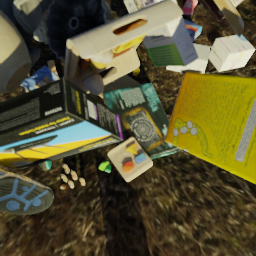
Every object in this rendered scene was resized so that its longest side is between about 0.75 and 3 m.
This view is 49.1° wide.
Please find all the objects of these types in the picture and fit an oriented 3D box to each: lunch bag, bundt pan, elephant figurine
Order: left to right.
[{"bbox_3d":[-2.904,-3.268,7.414,2.062,2.914,2.260,24,17,-20],"label":"elephant figurine"},{"bbox_3d":[-3.387,-4.287,10.712,1.202,1.725,1.447,-17,51,-14],"label":"lunch bag"},{"bbox_3d":[-1.213,-2.714,7.487,2.030,2.030,0.762,37,21,22],"label":"bundt pan"}]

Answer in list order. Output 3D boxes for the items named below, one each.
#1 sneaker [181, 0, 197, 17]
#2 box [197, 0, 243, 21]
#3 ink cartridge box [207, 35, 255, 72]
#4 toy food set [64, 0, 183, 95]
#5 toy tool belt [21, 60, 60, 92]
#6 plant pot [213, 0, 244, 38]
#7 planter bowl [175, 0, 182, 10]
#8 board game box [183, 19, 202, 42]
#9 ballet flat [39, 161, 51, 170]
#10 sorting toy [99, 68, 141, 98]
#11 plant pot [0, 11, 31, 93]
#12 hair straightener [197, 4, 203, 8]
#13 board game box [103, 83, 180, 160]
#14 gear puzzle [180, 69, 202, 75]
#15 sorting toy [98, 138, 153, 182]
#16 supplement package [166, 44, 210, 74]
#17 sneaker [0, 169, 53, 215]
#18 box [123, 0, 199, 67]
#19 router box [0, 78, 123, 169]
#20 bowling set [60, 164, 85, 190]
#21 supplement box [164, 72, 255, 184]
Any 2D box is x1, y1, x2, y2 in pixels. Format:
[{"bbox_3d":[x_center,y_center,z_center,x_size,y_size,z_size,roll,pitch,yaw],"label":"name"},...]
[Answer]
[{"bbox_3d":[2.645,-5.397,12.092,0.533,0.628,1.447,18,59,12],"label":"sneaker"},{"bbox_3d":[2.445,-4.546,7.900,1.731,1.713,2.086,-41,39,23],"label":"box"},{"bbox_3d":[2.989,-2.225,8.348,1.111,0.696,0.714,-15,60,-18],"label":"ink cartridge box"},{"bbox_3d":[-0.228,-1.410,5.716,1.942,2.706,0.817,-29,92,-16],"label":"toy food set"},{"bbox_3d":[-2.957,-1.374,9.111,1.108,1.090,1.774,31,61,19],"label":"toy tool belt"},{"bbox_3d":[2.069,-2.930,6.339,0.271,1.975,1.975,-35,53,26],"label":"plant pot"},{"bbox_3d":[1.341,-3.585,8.407,0.335,0.805,0.805,12,56,24],"label":"planter bowl"},{"bbox_3d":[2.018,-3.818,11.187,1.326,0.371,1.298,33,62,20],"label":"board game box"},{"bbox_3d":[-2.133,0.080,6.462,0.630,0.626,1.842,0,99,-3],"label":"ballet flat"},{"bbox_3d":[-0.172,-1.507,9.612,1.367,0.246,1.835,33,64,10],"label":"sorting toy"},{"bbox_3d":[-2.817,-1.441,5.922,1.223,1.822,1.822,37,61,-5],"label":"plant pot"},{"bbox_3d":[3.385,-5.632,12.418,0.893,0.344,0.183,-38,72,-23],"label":"hair straightener"},{"bbox_3d":[0.363,-0.190,8.617,1.683,0.350,2.488,-14,63,-12],"label":"board game box"},{"bbox_3d":[1.903,-1.631,8.259,0.473,0.119,0.912,19,24,30],"label":"gear puzzle"},{"bbox_3d":[-0.106,0.952,7.673,1.338,0.197,0.989,-31,73,-18],"label":"sorting toy"},{"bbox_3d":[2.144,-2.502,10.048,1.344,0.789,0.786,14,57,9],"label":"supplement package"},{"bbox_3d":[-2.263,0.991,4.966,1.915,0.725,0.738,18,15,-16],"label":"sneaker"},{"bbox_3d":[0.681,-3.031,7.539,0.525,2.889,2.085,-30,19,-9],"label":"box"},{"bbox_3d":[-1.529,0.079,4.838,2.366,1.765,0.604,-16,70,20],"label":"router box"},{"bbox_3d":[-1.603,1.423,7.630,0.818,0.439,0.569,30,61,19],"label":"bowling set"},{"bbox_3d":[2.209,0.026,5.021,1.542,1.552,2.834,14,6,-29],"label":"supplement box"}]
